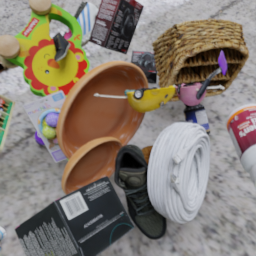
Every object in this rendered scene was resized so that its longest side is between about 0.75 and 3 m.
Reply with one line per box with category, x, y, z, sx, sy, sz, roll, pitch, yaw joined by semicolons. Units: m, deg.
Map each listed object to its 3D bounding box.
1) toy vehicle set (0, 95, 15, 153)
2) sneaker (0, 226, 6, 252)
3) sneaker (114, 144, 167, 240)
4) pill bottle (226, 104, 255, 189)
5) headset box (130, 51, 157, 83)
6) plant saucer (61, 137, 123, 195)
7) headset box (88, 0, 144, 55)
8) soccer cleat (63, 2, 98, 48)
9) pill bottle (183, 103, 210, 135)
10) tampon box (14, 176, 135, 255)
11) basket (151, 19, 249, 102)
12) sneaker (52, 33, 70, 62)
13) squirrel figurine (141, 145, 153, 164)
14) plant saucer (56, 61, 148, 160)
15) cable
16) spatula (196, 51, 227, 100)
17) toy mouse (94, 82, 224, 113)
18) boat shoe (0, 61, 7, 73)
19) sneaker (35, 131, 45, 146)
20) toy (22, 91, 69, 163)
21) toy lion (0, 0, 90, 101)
toy vehicle set;-3.752;-0.316;7.267;1.310;0.280;2.109;31;27;-31
sneaker;-2.883;2.458;5.867;0.338;0.901;0.390;34;26;18
sneaker;0.253;1.568;6.569;0.921;1.381;2.410;-16;86;6
pill bottle;2.810;0.397;5.982;0.985;0.985;1.798;-1;43;-1
headset box;0.724;-2.830;12.670;1.223;0.635;1.644;5;54;4
plant saucer;-0.956;0.998;7.392;1.953;1.953;0.365;-36;58;-24
headset box;-0.326;-3.424;8.915;0.722;1.869;1.391;28;18;25
soccer cleat;-1.536;-2.990;9.122;0.989;0.800;2.290;29;82;-19
pill bottle;1.794;-0.282;7.437;0.569;0.569;1.018;-13;90;-10
tampon box;-1.152;2.063;5.812;1.432;1.910;1.206;-17;75;-50
basket;2.482;-2.122;9.033;2.832;2.021;2.110;-8;86;-25
sneaker;-1.864;-2.124;7.386;0.326;0.463;0.872;-19;40;27
squirrel figurine;1.247;1.562;8.983;2.344;1.659;2.188;-10;63;10
plant saucer;-0.652;-0.381;7.470;3.000;3.000;0.562;-38;53;-25
cable;1.248;1.013;6.413;0.786;2.272;2.271;6;33;31
spatula;1.805;-1.087;5.994;0.154;0.422;1.494;6;48;49
toy mouse;0.918;-0.769;6.917;2.744;0.531;2.439;-4;9;18
boat shoe;-5.725;-2.922;12.789;0.621;0.655;1.730;35;69;19
sneaker;-2.564;-0.629;10.506;0.973;1.392;2.798;25;56;18
toy;-1.911;0.107;7.653;1.145;1.988;0.469;-20;32;2
toy lion;-2.142;-2.134;7.954;2.508;0.898;2.616;29;71;-8
